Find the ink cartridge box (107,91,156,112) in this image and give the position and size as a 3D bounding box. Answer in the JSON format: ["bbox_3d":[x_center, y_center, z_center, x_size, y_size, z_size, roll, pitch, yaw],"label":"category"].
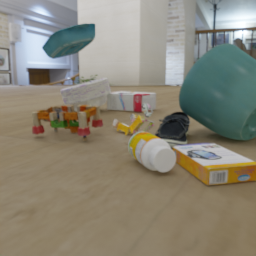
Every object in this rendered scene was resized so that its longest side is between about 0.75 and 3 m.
[{"bbox_3d":[0.182,-1.497,15.703,2.312,0.990,1.706,8,14,30],"label":"ink cartridge box"}]

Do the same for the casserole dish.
[{"bbox_3d":[-2.161,-3.114,10.308,1.665,0.533,2.748,-23,9,-28],"label":"casserole dish"}]

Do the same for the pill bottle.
[{"bbox_3d":[0.530,0.538,6.254,0.702,0.702,1.265,-4,13,-20],"label":"pill bottle"}]

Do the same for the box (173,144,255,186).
[{"bbox_3d":[1.791,0.721,6.209,1.140,0.397,1.915,-3,9,-13],"label":"box"}]

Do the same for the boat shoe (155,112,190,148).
[{"bbox_3d":[1.372,0.027,8.519,1.000,0.835,2.682,6,14,18],"label":"boat shoe"}]

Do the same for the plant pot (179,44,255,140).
[{"bbox_3d":[3.378,-0.932,8.837,2.744,2.744,2.202,-8,40,-35],"label":"plant pot"}]

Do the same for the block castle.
[{"bbox_3d":[-1.975,-0.158,9.205,2.052,0.963,1.371,1,16,20],"label":"block castle"}]

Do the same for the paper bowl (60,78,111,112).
[{"bbox_3d":[-2.204,-1.740,15.097,2.622,1.364,2.622,-15,13,4],"label":"paper bowl"}]

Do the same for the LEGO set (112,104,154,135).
[{"bbox_3d":[0.238,-0.106,9.685,0.682,0.843,1.834,11,-27,-38],"label":"LEGO set"}]
